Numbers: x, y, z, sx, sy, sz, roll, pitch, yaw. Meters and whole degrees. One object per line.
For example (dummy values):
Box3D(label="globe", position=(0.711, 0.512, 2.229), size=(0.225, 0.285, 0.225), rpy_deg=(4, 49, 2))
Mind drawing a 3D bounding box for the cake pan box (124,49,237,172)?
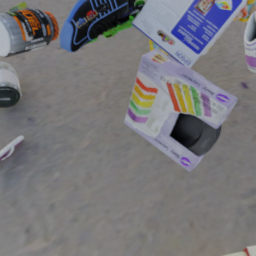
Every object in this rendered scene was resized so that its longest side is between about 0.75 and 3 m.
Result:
Box3D(label="cake pan box", position=(1.045, -0.326, 6.298), size=(2.212, 2.037, 0.578), rpy_deg=(38, 49, 20))

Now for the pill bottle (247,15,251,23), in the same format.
Box3D(label="pill bottle", position=(4.526, -4.157, 9.883), size=(0.527, 0.947, 0.527), rpy_deg=(5, 74, -17))

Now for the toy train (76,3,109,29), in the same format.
Box3D(label="toy train", position=(-0.863, -2.646, 6.615), size=(0.916, 0.210, 0.156), rpy_deg=(-33, 65, 8))

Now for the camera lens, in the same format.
Box3D(label="camera lens", position=(-4.555, -1.540, 10.126), size=(1.163, 1.163, 1.454), rpy_deg=(-18, 57, -12))

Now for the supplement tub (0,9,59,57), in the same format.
Box3D(label="supplement tub", position=(-2.883, -2.695, 7.819), size=(1.091, 1.091, 1.780), rpy_deg=(32, 41, 20))

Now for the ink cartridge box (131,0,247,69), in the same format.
Box3D(label="ink cartridge box", position=(1.530, -2.995, 7.382), size=(2.122, 0.505, 2.147), rpy_deg=(43, 110, 11))

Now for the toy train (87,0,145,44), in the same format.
Box3D(label="toy train", position=(-0.588, -3.396, 9.275), size=(2.905, 0.819, 0.606), rpy_deg=(-12, 74, 18))

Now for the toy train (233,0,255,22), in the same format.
Box3D(label="toy train", position=(3.771, -4.044, 8.465), size=(0.668, 1.805, 2.403), rpy_deg=(44, 33, 26))

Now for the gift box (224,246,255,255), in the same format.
Box3D(label="gift box", position=(2.118, 4.117, 5.547), size=(2.610, 2.579, 2.795), rpy_deg=(-13, 58, 0))

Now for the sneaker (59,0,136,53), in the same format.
Box3D(label="sneaker", position=(-0.610, -3.146, 7.655), size=(1.163, 1.047, 2.986), rpy_deg=(36, 89, 10))

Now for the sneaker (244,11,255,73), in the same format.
Box3D(label="sneaker", position=(3.765, -2.706, 7.003), size=(0.885, 1.392, 2.441), rpy_deg=(27, 76, 45))

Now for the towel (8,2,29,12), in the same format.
Box3D(label="towel", position=(-3.749, -3.985, 10.076), size=(0.691, 0.962, 0.110), rpy_deg=(-30, 58, -4))

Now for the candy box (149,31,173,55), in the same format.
Box3D(label="candy box", position=(1.356, -2.836, 9.193), size=(0.222, 0.859, 1.681), rpy_deg=(-24, 23, -36))

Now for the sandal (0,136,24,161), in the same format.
Box3D(label="sandal", position=(-3.869, 0.765, 9.046), size=(1.340, 0.545, 0.329), rpy_deg=(-46, 108, -27))
